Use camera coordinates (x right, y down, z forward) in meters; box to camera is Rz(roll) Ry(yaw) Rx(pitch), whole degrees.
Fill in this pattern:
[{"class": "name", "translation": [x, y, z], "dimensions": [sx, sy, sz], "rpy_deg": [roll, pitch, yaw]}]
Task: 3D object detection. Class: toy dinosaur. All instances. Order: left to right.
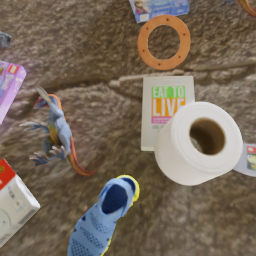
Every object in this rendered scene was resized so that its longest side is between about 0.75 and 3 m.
[{"class": "toy dinosaur", "translation": [-2.273, 0.040, 8.574], "dimensions": [1.412, 2.690, 2.441], "rpy_deg": [-28, 36, 23]}, {"class": "toy dinosaur", "translation": [3.802, -5.699, 11.279], "dimensions": [1.532, 2.918, 2.648], "rpy_deg": [-32, 36, 17]}]

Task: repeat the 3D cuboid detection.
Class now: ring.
[{"class": "ring", "translation": [1.146, -2.742, 9.025], "dimensions": [1.697, 0.163, 1.697], "rpy_deg": [5, 107, 18]}]

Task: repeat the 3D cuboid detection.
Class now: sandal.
[{"class": "sandal", "translation": [-0.653, 2.265, 7.191], "dimensions": [1.061, 1.162, 2.669], "rpy_deg": [28, 69, 11]}]

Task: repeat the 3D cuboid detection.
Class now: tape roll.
[{"class": "tape roll", "translation": [1.786, 0.445, 7.386], "dimensions": [1.928, 1.324, 1.928], "rpy_deg": [4, 67, -11]}]

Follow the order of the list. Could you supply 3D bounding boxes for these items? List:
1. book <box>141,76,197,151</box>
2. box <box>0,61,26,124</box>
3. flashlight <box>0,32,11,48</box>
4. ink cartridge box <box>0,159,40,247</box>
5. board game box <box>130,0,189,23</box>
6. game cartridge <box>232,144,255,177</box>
[{"class": "book", "translation": [1.255, -0.466, 8.871], "dimensions": [1.641, 0.590, 2.457], "rpy_deg": [1, 67, 3]}, {"class": "box", "translation": [-4.636, -1.140, 9.173], "dimensions": [1.654, 0.472, 2.417], "rpy_deg": [14, 65, 7]}, {"class": "flashlight", "translation": [-5.259, -3.352, 10.180], "dimensions": [1.815, 0.617, 0.615], "rpy_deg": [18, 97, 7]}, {"class": "ink cartridge box", "translation": [-3.490, 1.934, 7.368], "dimensions": [1.591, 0.470, 1.988], "rpy_deg": [-46, 64, -6]}, {"class": "board game box", "translation": [1.096, -5.252, 11.152], "dimensions": [2.063, 0.447, 2.053], "rpy_deg": [-13, 64, -6]}, {"class": "game cartridge", "translation": [3.805, 0.977, 8.297], "dimensions": [1.390, 0.284, 0.925], "rpy_deg": [8, 69, 4]}]
